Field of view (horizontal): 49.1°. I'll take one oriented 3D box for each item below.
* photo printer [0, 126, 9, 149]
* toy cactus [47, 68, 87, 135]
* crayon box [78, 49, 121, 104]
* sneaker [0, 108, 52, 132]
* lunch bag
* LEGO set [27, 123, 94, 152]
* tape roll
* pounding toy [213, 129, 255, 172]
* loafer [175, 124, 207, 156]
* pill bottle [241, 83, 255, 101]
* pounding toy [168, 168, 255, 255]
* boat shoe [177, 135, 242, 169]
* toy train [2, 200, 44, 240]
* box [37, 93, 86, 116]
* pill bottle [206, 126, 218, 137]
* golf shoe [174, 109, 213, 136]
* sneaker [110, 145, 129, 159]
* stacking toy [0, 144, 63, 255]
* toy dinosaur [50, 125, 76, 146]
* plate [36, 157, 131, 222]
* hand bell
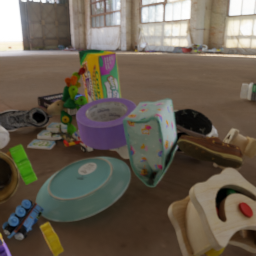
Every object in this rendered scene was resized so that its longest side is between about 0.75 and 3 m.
[{"bbox_3d":[-5.093,0.375,8.966,1.758,0.734,2.113,17,27,22],"label":"photo printer"},{"bbox_3d":[-2.277,-0.917,10.941,2.131,2.583,1.321,-12,-11,38],"label":"toy cactus"},{"bbox_3d":[-1.166,-1.709,11.758,0.846,2.903,2.505,-15,23,-21],"label":"crayon box"},{"bbox_3d":[-4.016,-0.364,10.666,2.202,0.831,1.253,-7,-2,-28],"label":"sneaker"},{"bbox_3d":[0.724,0.383,7.450,1.183,1.941,1.653,-6,18,23],"label":"lunch bag"},{"bbox_3d":[-1.896,0.165,10.010,2.745,0.674,2.051,5,24,10],"label":"LEGO set"},{"bbox_3d":[-0.626,-0.184,8.771,1.891,0.803,1.891,-4,32,2],"label":"tape roll"},{"bbox_3d":[3.158,0.804,7.781,1.183,1.179,2.062,31,9,12],"label":"pounding toy"},{"bbox_3d":[1.390,0.287,8.792,2.586,0.944,0.918,12,1,31],"label":"loafer"},{"bbox_3d":[7.202,-1.980,15.525,1.710,0.967,0.967,8,21,23],"label":"pill bottle"},{"bbox_3d":[1.683,1.725,5.057,2.501,1.434,1.430,-10,57,-45],"label":"pounding toy"},{"bbox_3d":[2.061,0.510,7.068,1.691,0.609,0.571,18,60,-2],"label":"boat shoe"},{"bbox_3d":[-2.071,1.814,5.541,0.492,0.373,0.861,41,30,-9],"label":"toy train"},{"bbox_3d":[-2.966,-1.268,14.181,2.098,0.530,2.934,-17,25,-40],"label":"box"},{"bbox_3d":[2.996,0.107,10.327,0.418,0.418,0.750,-4,35,-12],"label":"pill bottle"},{"bbox_3d":[1.923,-0.219,10.377,2.438,0.948,1.152,14,-4,22],"label":"golf shoe"},{"bbox_3d":[-0.216,0.422,9.246,0.770,0.724,1.880,-12,33,-34],"label":"sneaker"},{"bbox_3d":[-1.967,1.421,3.939,1.636,2.170,0.510,-25,33,-26],"label":"stacking toy"},{"bbox_3d":[-2.344,0.293,9.828,0.623,0.336,1.414,-17,33,-33],"label":"toy dinosaur"},{"bbox_3d":[-1.084,1.246,6.574,2.301,0.294,2.301,-13,25,6],"label":"plate"},{"bbox_3d":[-3.273,0.975,7.475,1.302,1.302,2.500,-3,7,-7],"label":"hand bell"}]
